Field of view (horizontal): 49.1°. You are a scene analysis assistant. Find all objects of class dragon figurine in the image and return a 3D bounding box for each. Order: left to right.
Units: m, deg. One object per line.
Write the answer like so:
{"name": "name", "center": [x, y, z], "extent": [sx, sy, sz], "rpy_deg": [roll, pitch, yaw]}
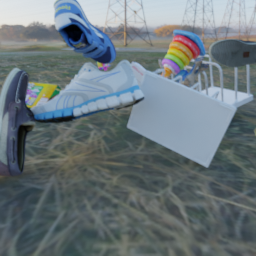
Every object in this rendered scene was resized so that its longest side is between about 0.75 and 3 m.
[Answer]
{"name": "dragon figurine", "center": [1.666, -1.372, 8.404], "extent": [1.788, 0.526, 0.889], "rpy_deg": [-38, 19, 44]}

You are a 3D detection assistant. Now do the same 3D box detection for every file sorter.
{"name": "file sorter", "center": [1.460, -0.402, 7.305], "extent": [2.291, 1.590, 1.427], "rpy_deg": [27, 27, 19]}
{"name": "file sorter", "center": [2.773, -1.588, 10.389], "extent": [2.958, 1.842, 2.053], "rpy_deg": [-23, 27, -23]}

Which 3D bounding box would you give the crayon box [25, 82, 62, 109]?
{"name": "crayon box", "center": [-3.394, -1.082, 10.429], "extent": [1.861, 0.542, 1.105], "rpy_deg": [10, 63, 31]}

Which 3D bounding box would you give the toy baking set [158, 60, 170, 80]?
{"name": "toy baking set", "center": [1.318, -2.033, 10.330], "extent": [0.143, 0.942, 1.227], "rpy_deg": [-26, 0, 2]}

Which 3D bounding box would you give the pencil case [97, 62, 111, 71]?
{"name": "pencil case", "center": [-0.989, -2.652, 10.161], "extent": [0.483, 1.092, 0.483], "rpy_deg": [-11, 35, 8]}

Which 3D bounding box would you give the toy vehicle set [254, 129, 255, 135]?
{"name": "toy vehicle set", "center": [3.799, 0.069, 7.679], "extent": [0.103, 0.774, 0.481], "rpy_deg": [2, 57, -15]}

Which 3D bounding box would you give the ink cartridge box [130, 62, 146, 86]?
{"name": "ink cartridge box", "center": [0.243, -1.708, 10.788], "extent": [0.961, 1.305, 0.944], "rpy_deg": [42, 16, 5]}

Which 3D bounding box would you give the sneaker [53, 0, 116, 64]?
{"name": "sneaker", "center": [-0.894, -1.817, 5.860], "extent": [0.661, 0.735, 1.788], "rpy_deg": [-23, -36, 25]}

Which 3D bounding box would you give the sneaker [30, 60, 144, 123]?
{"name": "sneaker", "center": [-1.121, -0.890, 6.899], "extent": [2.892, 1.253, 1.084], "rpy_deg": [-14, -2, 8]}

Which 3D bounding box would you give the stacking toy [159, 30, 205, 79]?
{"name": "stacking toy", "center": [1.495, -2.104, 8.926], "extent": [0.998, 1.819, 1.056], "rpy_deg": [31, -6, 44]}

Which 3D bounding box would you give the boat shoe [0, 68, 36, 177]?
{"name": "boat shoe", "center": [-2.506, -0.124, 6.348], "extent": [0.814, 2.511, 0.903], "rpy_deg": [7, -18, -2]}

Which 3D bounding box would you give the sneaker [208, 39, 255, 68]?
{"name": "sneaker", "center": [2.870, -2.094, 7.805], "extent": [1.940, 0.725, 1.030], "rpy_deg": [-2, 19, -20]}
